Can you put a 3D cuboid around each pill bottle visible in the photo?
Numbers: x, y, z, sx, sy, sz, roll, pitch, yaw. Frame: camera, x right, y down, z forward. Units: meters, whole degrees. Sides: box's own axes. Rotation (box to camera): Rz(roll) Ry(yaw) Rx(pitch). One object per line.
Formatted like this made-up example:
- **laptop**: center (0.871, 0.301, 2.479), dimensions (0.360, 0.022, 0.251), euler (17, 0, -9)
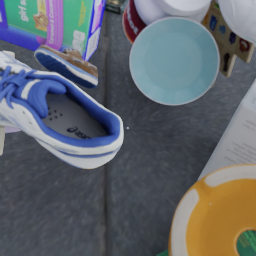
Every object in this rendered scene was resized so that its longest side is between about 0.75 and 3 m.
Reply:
- **pill bottle**: center (0.745, -2.501, 5.711), dimensions (1.458, 2.581, 1.458), euler (-1, 93, -9)

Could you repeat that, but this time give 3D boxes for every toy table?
- **toy table**: center (-2.056, -0.394, 4.446), dimensions (1.652, 0.967, 1.518), euler (-6, 98, -27)

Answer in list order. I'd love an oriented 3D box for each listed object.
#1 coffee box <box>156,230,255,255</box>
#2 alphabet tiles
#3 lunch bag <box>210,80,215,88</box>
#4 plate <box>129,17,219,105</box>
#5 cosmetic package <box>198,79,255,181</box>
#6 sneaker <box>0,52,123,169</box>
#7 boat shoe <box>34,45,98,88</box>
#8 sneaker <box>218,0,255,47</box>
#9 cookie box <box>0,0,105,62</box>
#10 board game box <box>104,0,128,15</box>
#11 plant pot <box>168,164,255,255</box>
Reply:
- **coffee box**: center (1.400, 2.873, 5.087), dimensions (2.697, 0.593, 1.659), euler (-20, 60, -12)
- **alphabet tiles**: center (2.056, -2.653, 5.446), dimensions (0.094, 2.971, 2.472), euler (0, 33, -9)
- **lunch bag**: center (1.499, -1.740, 7.833), dimensions (1.335, 0.957, 1.628), euler (-21, 55, -16)
- **plate**: center (0.825, -1.185, 5.109), dimensions (1.600, 1.600, 0.205), euler (11, 30, 7)
- **cosmetic package**: center (2.798, 0.381, 5.502), dimensions (1.792, 2.174, 1.793), euler (30, 43, 17)
- **sneaker**: center (-1.193, -0.425, 3.239), dimensions (2.609, 1.150, 0.982), euler (25, 69, -11)
- **boat shoe**: center (-0.852, -0.928, 4.002), dimensions (0.374, 1.034, 0.374), euler (-5, 69, 38)
- **sneaker**: center (2.185, -1.280, 3.753), dimensions (0.923, 1.052, 2.625), euler (-34, 88, 4)
- **cookie box**: center (-1.530, -2.293, 4.500), dimensions (2.254, 1.928, 0.847), euler (20, 43, 1)
- **board game box**: center (-0.436, -5.132, 10.355), dimensions (1.526, 0.318, 2.255), euler (21, 60, 13)
- **plant pot**: center (1.484, 1.471, 3.343), dimensions (2.383, 2.182, 2.383), euler (-11, 61, 20)
